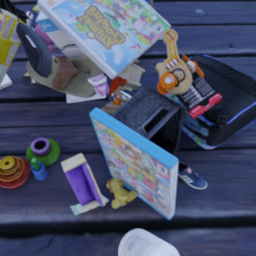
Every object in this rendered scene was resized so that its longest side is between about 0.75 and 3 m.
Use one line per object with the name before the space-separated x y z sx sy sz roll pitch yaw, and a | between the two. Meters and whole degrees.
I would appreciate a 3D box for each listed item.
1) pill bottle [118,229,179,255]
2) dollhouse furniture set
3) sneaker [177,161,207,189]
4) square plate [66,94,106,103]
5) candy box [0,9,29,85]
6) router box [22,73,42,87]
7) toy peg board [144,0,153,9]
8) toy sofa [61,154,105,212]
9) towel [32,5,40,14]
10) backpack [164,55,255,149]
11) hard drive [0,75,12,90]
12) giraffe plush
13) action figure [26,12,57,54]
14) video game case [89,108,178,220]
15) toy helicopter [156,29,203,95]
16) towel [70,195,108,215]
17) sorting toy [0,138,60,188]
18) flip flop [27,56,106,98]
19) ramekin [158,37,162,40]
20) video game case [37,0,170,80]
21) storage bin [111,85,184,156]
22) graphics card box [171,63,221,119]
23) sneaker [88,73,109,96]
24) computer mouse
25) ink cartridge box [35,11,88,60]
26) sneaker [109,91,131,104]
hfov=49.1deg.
pill bottle | 0.496 2.510 5.224 0.831 0.831 1.454 -37 17 -25
dollhouse furniture set | -0.246 -1.252 7.457 0.798 1.532 1.549 19 75 -18
sneaker | 1.686 1.269 7.637 1.036 0.438 0.388 31 58 21
square plate | -1.559 -1.513 9.971 1.345 0.193 1.358 -9 54 -8
candy box | -4.001 -2.471 8.558 0.334 1.294 2.532 38 105 19
router box | -2.791 -1.816 9.737 1.434 0.366 1.069 -6 26 2
toy peg board | 0.019 -3.704 9.988 2.431 2.421 1.189 -30 71 -3
toy sofa | -0.978 1.247 6.135 0.512 1.237 0.603 -24 28 -12
towel | -3.650 -5.878 13.406 1.239 0.197 1.726 16 53 13
backpack | 2.309 -0.776 8.319 2.324 1.866 2.539 -32 58 -22
hard drive | -4.861 -1.820 10.235 0.804 0.163 1.219 -30 58 -21
giraffe plush | -0.247 1.586 7.051 0.703 0.814 0.660 -35 68 15
action figure | -2.979 -2.844 9.079 1.264 1.405 1.886 44 22 -16
video game case | 0.185 0.941 6.300 2.025 2.830 0.252 32 65 26
toy helicopter | 1.035 -1.417 5.932 0.937 0.559 1.416 -7 83 -1
towel | -0.964 1.890 6.930 0.860 0.656 0.101 -16 95 -21
sorting toy | -2.741 0.864 7.720 1.173 0.801 1.951 34 59 24
flip flop | -1.940 -1.608 8.083 2.976 1.207 0.857 16 10 26
ramekin | 1.242 -4.264 11.944 1.043 0.486 1.043 0 51 0
video game case | -0.495 -2.684 6.786 2.444 0.270 2.225 44 66 0
storage bin | 0.449 0.277 7.151 1.089 2.324 1.571 36 66 26
graphics card box | 1.397 -0.856 6.164 0.732 0.297 1.167 -36 67 6
sneaker | -0.697 -1.040 6.873 0.430 0.472 1.068 -24 22 -4
computer mouse | -2.057 -1.909 5.670 0.400 1.219 1.736 -26 80 10
ink cartridge box | -1.613 -2.957 8.166 0.781 1.865 1.353 -1 62 26
sneaker | -0.133 -0.703 8.577 1.052 0.645 1.616 17 21 1
